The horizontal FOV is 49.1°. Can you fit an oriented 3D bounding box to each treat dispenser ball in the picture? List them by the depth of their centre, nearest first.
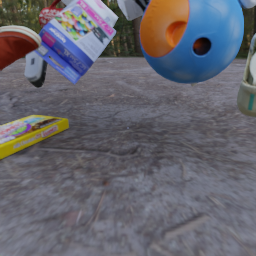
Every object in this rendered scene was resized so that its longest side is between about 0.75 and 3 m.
[{"bbox_3d":[1.306,-2.008,5.931,2.129,2.129,2.129,0,17,0],"label":"treat dispenser ball"}]

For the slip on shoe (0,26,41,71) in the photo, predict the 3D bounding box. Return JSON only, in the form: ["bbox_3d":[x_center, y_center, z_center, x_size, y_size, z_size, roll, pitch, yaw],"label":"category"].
[{"bbox_3d":[-2.545,-1.387,5.421,2.028,0.621,0.751,-13,-23,19],"label":"slip on shoe"}]

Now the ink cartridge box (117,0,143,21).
[{"bbox_3d":[0.520,-4.009,8.238,1.644,0.686,1.193,-25,49,2],"label":"ink cartridge box"}]

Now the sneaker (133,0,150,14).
[{"bbox_3d":[0.859,-3.242,7.215,0.904,2.302,1.026,24,72,46],"label":"sneaker"}]

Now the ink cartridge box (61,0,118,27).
[{"bbox_3d":[-1.334,-3.891,8.631,2.233,0.484,2.192,40,25,-18],"label":"ink cartridge box"}]

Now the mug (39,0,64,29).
[{"bbox_3d":[-2.587,-4.447,11.284,1.679,1.490,1.120,16,5,22],"label":"mug"}]

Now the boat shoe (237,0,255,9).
[{"bbox_3d":[2.509,-3.095,6.373,0.641,0.652,1.808,-26,29,37],"label":"boat shoe"}]

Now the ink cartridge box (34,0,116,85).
[{"bbox_3d":[-1.217,-2.161,6.721,0.460,1.309,2.193,-31,25,46],"label":"ink cartridge box"}]

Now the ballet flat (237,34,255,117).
[{"bbox_3d":[2.727,-1.382,5.484,0.909,0.909,2.616,9,55,28],"label":"ballet flat"}]

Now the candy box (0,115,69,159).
[{"bbox_3d":[-3.016,0.159,7.664,1.407,0.364,2.753,5,18,24],"label":"candy box"}]

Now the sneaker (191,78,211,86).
[{"bbox_3d":[2.233,-1.490,8.238,0.361,0.852,0.310,46,19,6],"label":"sneaker"}]

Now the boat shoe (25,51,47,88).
[{"bbox_3d":[-2.314,-1.641,7.155,0.509,0.420,1.483,-10,52,9],"label":"boat shoe"}]
